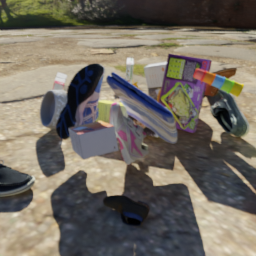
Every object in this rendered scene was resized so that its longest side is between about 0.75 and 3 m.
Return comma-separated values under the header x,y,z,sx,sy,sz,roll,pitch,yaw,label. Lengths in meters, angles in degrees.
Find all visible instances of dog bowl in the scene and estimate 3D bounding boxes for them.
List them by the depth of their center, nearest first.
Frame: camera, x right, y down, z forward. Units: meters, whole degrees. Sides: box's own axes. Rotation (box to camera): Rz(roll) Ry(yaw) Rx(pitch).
x,y,z,sx,sy,sz,roll,pitch,yaw,label
-2.831,-0.695,10.538,0.469,1.599,1.599,9,15,-39,dog bowl

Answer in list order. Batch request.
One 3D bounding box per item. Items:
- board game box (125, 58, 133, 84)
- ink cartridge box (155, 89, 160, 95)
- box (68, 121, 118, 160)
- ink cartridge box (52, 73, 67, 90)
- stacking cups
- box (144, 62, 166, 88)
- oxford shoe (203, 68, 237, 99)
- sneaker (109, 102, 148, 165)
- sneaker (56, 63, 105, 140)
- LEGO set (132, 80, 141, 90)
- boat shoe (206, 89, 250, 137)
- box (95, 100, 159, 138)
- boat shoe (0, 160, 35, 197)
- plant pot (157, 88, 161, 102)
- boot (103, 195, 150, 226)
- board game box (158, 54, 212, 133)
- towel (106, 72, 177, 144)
x,y,z,sx,sy,sz,roll,pitch,yaw,label
0.054,-2.359,12.167,0.300,1.094,1.733,3,22,-1,board game box
2.440,-1.849,14.782,1.824,0.457,1.467,-18,25,5,ink cartridge box
-0.983,0.298,7.701,0.993,0.694,1.304,-14,12,-21,box
-2.935,-1.768,11.884,0.441,0.757,1.039,13,33,-15,ink cartridge box
2.621,-1.369,8.204,1.422,0.430,0.430,25,30,6,stacking cups
1.842,-2.974,15.652,1.591,1.212,0.846,-1,22,30,box
3.311,-1.625,10.569,0.755,0.755,2.118,-2,-15,-24,oxford shoe
0.047,0.102,8.379,0.889,2.016,0.820,-17,25,11,sneaker
-1.353,-0.796,8.705,0.961,2.539,0.978,36,15,34,sneaker
0.228,-1.899,14.655,2.071,0.771,0.953,25,69,34,LEGO set
3.621,-0.721,10.763,0.800,0.943,2.590,0,48,-27,boat shoe
-0.014,-0.395,10.592,2.690,1.012,0.674,10,15,20,box
-3.681,1.279,7.612,2.364,0.736,0.882,7,24,12,boat shoe
2.318,-1.246,11.956,1.627,1.627,1.490,20,28,35,plant pot
-0.102,1.932,6.579,1.158,0.433,0.561,8,24,12,boot
2.060,-1.329,10.715,1.648,2.745,0.443,18,15,31,board game box
0.480,-0.415,7.743,2.001,0.324,2.725,36,-5,18,towel
